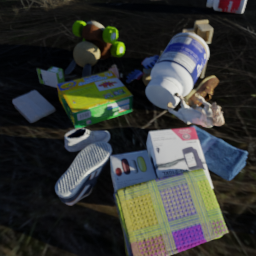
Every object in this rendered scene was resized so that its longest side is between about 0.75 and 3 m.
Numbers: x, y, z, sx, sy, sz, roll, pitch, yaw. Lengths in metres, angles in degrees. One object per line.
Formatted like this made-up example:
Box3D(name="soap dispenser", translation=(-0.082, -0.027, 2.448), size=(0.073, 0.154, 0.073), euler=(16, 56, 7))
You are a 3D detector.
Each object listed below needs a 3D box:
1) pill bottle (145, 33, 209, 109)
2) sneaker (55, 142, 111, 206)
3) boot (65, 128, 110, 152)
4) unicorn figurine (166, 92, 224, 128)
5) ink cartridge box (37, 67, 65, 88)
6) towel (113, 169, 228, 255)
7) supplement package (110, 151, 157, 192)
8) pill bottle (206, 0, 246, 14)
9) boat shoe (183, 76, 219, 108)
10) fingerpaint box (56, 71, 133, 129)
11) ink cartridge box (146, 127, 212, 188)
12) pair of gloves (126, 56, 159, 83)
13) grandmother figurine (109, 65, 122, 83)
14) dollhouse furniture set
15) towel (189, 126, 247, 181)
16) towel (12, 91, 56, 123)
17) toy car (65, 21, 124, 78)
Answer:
Box3D(name="pill bottle", translation=(1.913, -2.236, 11.206), size=(1.743, 1.743, 2.912), euler=(21, 62, 22))
Box3D(name="sneaker", translation=(-1.307, 1.373, 8.564), size=(0.868, 0.878, 2.212), euler=(26, 54, 26))
Box3D(name="boot", translation=(-1.310, 0.302, 9.169), size=(1.549, 0.740, 0.570), euler=(-18, 59, -19))
Box3D(name="unicorn figurine", translation=(2.105, -0.533, 9.330), size=(0.911, 1.693, 2.466), euler=(-50, 41, 0))
Box3D(name="ink cartridge box", translation=(-3.493, -2.328, 12.669), size=(1.114, 0.824, 0.422), euler=(16, 45, 17))
Box3D(name="towel", translation=(1.053, 2.270, 7.431), size=(2.702, 0.308, 1.940), euler=(-15, 73, -7))
Box3D(name="supplement package", translation=(0.141, 1.504, 8.459), size=(1.203, 0.925, 1.258), euler=(-8, 44, -9))
Box3D(name="pill bottle", translation=(6.682, -8.635, 19.048), size=(2.455, 1.378, 1.378), euler=(13, 44, 14))
Box3D(name="boat shoe", translation=(3.187, -1.424, 11.795), size=(0.740, 0.789, 2.191), euler=(38, 58, 24))
Box3D(name="fingerpaint box", translation=(-1.372, -1.201, 11.390), size=(2.469, 0.906, 2.060), euler=(-19, 47, -20))
Box3D(name="ink cartridge box", translation=(1.498, 1.127, 8.568), size=(1.503, 0.875, 2.076), euler=(-6, 58, -6))
Box3D(name="pair of gloves", translation=(0.640, -2.659, 12.782), size=(1.783, 0.203, 1.433), euler=(-45, 23, -4))
Box3D(name="grandmother figurine", translation=(-0.505, -2.134, 12.507), size=(0.376, 0.753, 1.242), euler=(-14, 75, -33))
Box3D(name="dollhouse furniture set", translation=(1.995, -3.586, 12.764), size=(2.870, 2.538, 1.596), euler=(-9, 43, -11))
Box3D(name="towel", translation=(2.766, 0.784, 9.522), size=(2.257, 0.548, 1.260), euler=(33, 53, 30))
Box3D(name="towel", translation=(-3.925, -0.925, 11.545), size=(1.168, 0.304, 1.762), euler=(-33, 52, -29))
Box3D(name="toy car", translation=(-1.872, -3.536, 13.693), size=(2.223, 2.135, 2.707), euler=(20, 75, 25))
